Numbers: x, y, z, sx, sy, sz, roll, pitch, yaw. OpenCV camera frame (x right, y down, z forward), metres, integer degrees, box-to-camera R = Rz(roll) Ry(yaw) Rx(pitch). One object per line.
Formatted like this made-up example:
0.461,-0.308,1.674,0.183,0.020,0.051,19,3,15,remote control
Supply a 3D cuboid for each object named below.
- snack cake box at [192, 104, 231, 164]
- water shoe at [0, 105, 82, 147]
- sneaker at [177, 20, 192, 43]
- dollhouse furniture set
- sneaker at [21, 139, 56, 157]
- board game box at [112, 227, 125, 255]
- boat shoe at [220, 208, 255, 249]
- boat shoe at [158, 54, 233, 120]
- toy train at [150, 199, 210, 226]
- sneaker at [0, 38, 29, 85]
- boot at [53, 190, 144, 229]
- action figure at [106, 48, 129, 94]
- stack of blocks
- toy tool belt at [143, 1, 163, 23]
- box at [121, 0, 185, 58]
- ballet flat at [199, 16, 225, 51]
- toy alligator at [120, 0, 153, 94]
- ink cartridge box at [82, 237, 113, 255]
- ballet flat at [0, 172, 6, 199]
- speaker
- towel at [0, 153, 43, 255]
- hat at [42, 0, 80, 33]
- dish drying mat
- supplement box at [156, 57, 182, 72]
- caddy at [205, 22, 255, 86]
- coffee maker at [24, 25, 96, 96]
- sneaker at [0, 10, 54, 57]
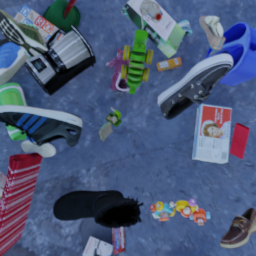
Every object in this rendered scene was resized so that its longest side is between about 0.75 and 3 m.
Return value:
3.207,0.238,10.769,1.211,0.708,2.106,8,79,3,snack cake box
-2.399,-0.007,7.164,2.365,0.845,0.933,6,79,-1,water shoe
1.927,-3.813,11.564,1.655,0.642,0.714,-30,84,-5,sneaker
-0.700,-0.134,8.891,0.486,0.634,0.968,35,72,20,dollhouse furniture set
-2.571,0.516,8.612,1.315,0.731,0.505,2,111,31,sneaker
-0.341,3.974,10.207,0.106,0.561,1.089,-12,76,42,board game box
3.181,2.810,8.003,1.776,0.641,0.639,-16,89,-34,boat shoe
2.063,-1.124,8.792,1.031,2.948,0.977,8,61,-40,boat shoe
1.416,2.418,7.655,1.613,1.211,0.449,-6,48,12,toy train
-5.053,-2.744,11.220,1.244,0.858,2.235,39,78,1,sneaker
-0.895,2.367,8.047,2.412,1.976,0.893,-4,90,-17,boot
-0.359,-2.255,10.990,1.199,1.333,1.790,-1,93,6,action figure
-3.410,-3.413,11.248,2.743,0.803,1.579,37,93,6,stack of blocks
0.808,-3.399,8.305,0.485,0.477,0.777,-48,68,22,toy tool belt
0.921,-3.592,9.547,2.220,0.403,1.602,40,45,-13,box
2.340,-2.737,7.661,0.482,0.476,1.417,-1,56,-16,ballet flat
0.288,-2.101,7.892,0.822,0.752,2.772,8,122,-3,toy alligator
-1.079,4.424,10.053,0.938,0.393,0.680,21,58,4,ink cartridge box
-3.777,1.800,8.121,0.901,2.759,0.973,8,50,1,ballet flat
-4.349,-0.619,10.837,0.933,0.933,2.110,-18,80,-3,speaker
-3.296,2.167,8.273,0.329,2.114,2.923,14,89,2,towel
-2.788,-4.886,11.196,1.619,1.721,1.955,35,82,6,hat
3.329,0.400,8.380,0.106,1.168,0.448,-33,44,-32,dish drying mat
1.678,-2.599,11.491,0.968,0.322,0.333,-13,82,-2,supplement box
3.812,-2.688,10.421,1.418,2.702,1.910,13,79,-15,caddy
-1.986,-1.878,8.604,1.872,1.798,1.261,-37,58,-7,coffee maker
-3.340,-3.137,9.299,2.122,0.816,0.940,42,54,-35,sneaker
